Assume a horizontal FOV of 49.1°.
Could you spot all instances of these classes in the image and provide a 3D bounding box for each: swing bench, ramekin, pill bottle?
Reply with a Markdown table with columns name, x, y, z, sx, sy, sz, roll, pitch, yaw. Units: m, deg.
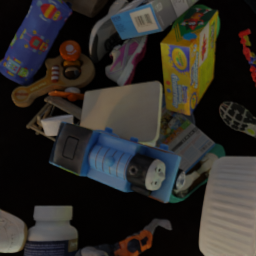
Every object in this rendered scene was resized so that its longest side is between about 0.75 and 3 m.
| name | x | y | z | sx | sy | sz | roll | pitch | yaw |
| --- | --- | --- | --- | --- | --- | --- | --- | --- | --- |
| swing bench | -1.987 | -0.180 | 8.462 | 1.393 | 0.908 | 1.400 | 28 | 77 | 9 |
| ramekin | -1.893 | -0.066 | 7.595 | 0.857 | 0.857 | 0.418 | -8 | 100 | -2 |
| pill bottle | -2.006 | 3.288 | 7.275 | 1.339 | 1.339 | 2.414 | 0 | 75 | 0 |
| ramekin | 2.630 | 2.005 | 6.818 | 1.353 | 2.906 | 2.906 | 9 | 74 | 23 |

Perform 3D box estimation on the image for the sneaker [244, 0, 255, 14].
| name | x | y | z | sx | sy | sz | roll | pitch | yaw |
| --- | --- | --- | --- | --- | --- | --- | --- | --- | --- |
| sneaker | 4.606 | -4.945 | 9.879 | 1.077 | 0.906 | 2.748 | -20 | 72 | -25 |

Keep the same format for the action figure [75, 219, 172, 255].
| name | x | y | z | sx | sy | sz | roll | pitch | yaw |
| --- | --- | --- | --- | --- | --- | --- | --- | --- | --- |
| action figure | -0.417 | 3.600 | 6.933 | 2.865 | 2.962 | 1.549 | -4 | 30 | -28 |

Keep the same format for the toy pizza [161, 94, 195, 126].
| name | x | y | z | sx | sy | sz | roll | pitch | yaw |
| --- | --- | --- | --- | --- | --- | --- | --- | --- | --- |
| toy pizza | 1.093 | -0.138 | 8.751 | 1.935 | 0.307 | 1.935 | -1 | 75 | 2 |

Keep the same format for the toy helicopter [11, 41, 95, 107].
| name | x | y | z | sx | sy | sz | roll | pitch | yaw |
| --- | --- | --- | --- | --- | --- | --- | --- | --- | --- |
| toy helicopter | -2.236 | -1.330 | 8.640 | 2.672 | 1.054 | 1.767 | -30 | 77 | -11 |

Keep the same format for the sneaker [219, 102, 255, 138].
| name | x | y | z | sx | sy | sz | roll | pitch | yaw |
| --- | --- | --- | --- | --- | --- | --- | --- | --- | --- |
| sneaker | 3.438 | -0.162 | 8.450 | 1.807 | 0.767 | 0.696 | 31 | 94 | -7 |

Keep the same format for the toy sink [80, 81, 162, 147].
| name | x | y | z | sx | sy | sz | roll | pitch | yaw |
| --- | --- | --- | --- | --- | --- | --- | --- | --- | --- |
| toy sink | 0.025 | -0.189 | 7.767 | 2.412 | 1.351 | 1.572 | -5 | 72 | 31 |

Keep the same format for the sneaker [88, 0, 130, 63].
| name | x | y | z | sx | sy | sz | roll | pitch | yaw |
| --- | --- | --- | --- | --- | --- | --- | --- | --- | --- |
| sneaker | -0.446 | -3.159 | 9.163 | 1.014 | 0.945 | 2.558 | 28 | 74 | 15 |

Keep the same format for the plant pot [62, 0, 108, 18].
| name | x | y | z | sx | sy | sz | roll | pitch | yaw |
| --- | --- | --- | --- | --- | --- | --- | --- | --- | --- |
| plant pot | -1.686 | -4.956 | 9.130 | 2.265 | 2.610 | 2.610 | 38 | 77 | -7 |

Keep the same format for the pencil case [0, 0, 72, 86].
| name | x | y | z | sx | sy | sz | roll | pitch | yaw |
| --- | --- | --- | --- | --- | --- | --- | --- | --- | --- |
| pencil case | -2.829 | -2.731 | 8.491 | 2.877 | 1.123 | 1.250 | -54 | 40 | 16 |

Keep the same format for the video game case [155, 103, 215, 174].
| name | x | y | z | sx | sy | sz | roll | pitch | yaw |
| --- | --- | --- | --- | --- | --- | --- | --- | --- | --- |
| video game case | 1.319 | 0.296 | 8.189 | 1.399 | 0.174 | 1.955 | -42 | 66 | -8 |

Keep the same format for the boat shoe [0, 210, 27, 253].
| name | x | y | z | sx | sy | sz | roll | pitch | yaw |
| --- | --- | --- | --- | --- | --- | --- | --- | --- | --- |
| boat shoe | -3.939 | 2.416 | 7.227 | 2.913 | 1.010 | 1.032 | 7 | 83 | 29 |

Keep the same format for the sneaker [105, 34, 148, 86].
| name | x | y | z | sx | sy | sz | roll | pitch | yaw |
| --- | --- | --- | --- | --- | --- | --- | --- | --- | --- |
| sneaker | -0.048 | -2.423 | 9.073 | 0.988 | 0.911 | 2.240 | 24 | 75 | 5 |

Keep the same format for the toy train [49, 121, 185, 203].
| name | x | y | z | sx | sy | sz | roll | pitch | yaw |
| --- | --- | --- | --- | --- | --- | --- | --- | --- | --- |
| toy train | -0.230 | 0.692 | 5.940 | 2.809 | 1.605 | 1.217 | 16 | 90 | 29 |

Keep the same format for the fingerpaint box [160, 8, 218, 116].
| name | x | y | z | sx | sy | sz | roll | pitch | yaw |
| --- | --- | --- | --- | --- | --- | --- | --- | --- | --- |
| fingerpaint box | 1.746 | -1.839 | 7.918 | 0.834 | 2.275 | 1.898 | 19 | 55 | 27 |

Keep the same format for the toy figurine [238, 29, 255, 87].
| name | x | y | z | sx | sy | sz | roll | pitch | yaw |
| --- | --- | --- | --- | --- | --- | --- | --- | --- | --- |
| toy figurine | 4.235 | -1.737 | 7.736 | 1.523 | 2.543 | 1.341 | -19 | 33 | 30 |

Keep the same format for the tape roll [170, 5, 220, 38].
| name | x | y | z | sx | sy | sz | roll | pitch | yaw |
| --- | --- | --- | --- | --- | --- | --- | --- | --- | --- |
| tape roll | 2.096 | -2.959 | 8.835 | 1.672 | 1.672 | 0.402 | -31 | 50 | -8 |

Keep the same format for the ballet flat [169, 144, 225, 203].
| name | x | y | z | sx | sy | sz | roll | pitch | yaw |
| --- | --- | --- | --- | --- | --- | --- | --- | --- | --- |
| ballet flat | 2.023 | 1.312 | 8.072 | 2.390 | 0.841 | 0.805 | -39 | 82 | -10 |

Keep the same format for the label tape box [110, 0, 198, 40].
| name | x | y | z | sx | sy | sz | roll | pitch | yaw |
| --- | --- | --- | --- | --- | --- | --- | --- | --- | --- |
| label tape box | 0.997 | -3.720 | 8.314 | 2.575 | 1.845 | 0.851 | -46 | 121 | -23 |

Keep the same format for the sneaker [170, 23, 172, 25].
| name | x | y | z | sx | sy | sz | roll | pitch | yaw |
| --- | --- | --- | --- | --- | --- | --- | --- | --- | --- |
| sneaker | 1.114 | -3.990 | 9.757 | 1.069 | 0.378 | 0.530 | 28 | 82 | 12 |
